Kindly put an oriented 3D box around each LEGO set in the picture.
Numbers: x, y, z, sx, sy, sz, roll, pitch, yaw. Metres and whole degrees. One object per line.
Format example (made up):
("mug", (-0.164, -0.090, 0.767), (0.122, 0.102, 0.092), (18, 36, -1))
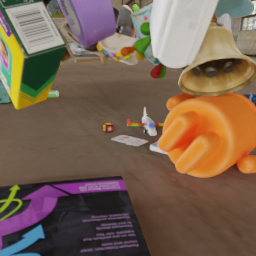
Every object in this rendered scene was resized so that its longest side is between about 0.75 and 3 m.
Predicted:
("LEGO set", (0.689, 0.014, 7.704), (2.745, 0.674, 2.051), (12, 18, 34))

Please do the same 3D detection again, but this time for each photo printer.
("photo printer", (0.880, -2.198, 4.691), (0.734, 1.758, 2.113), (11, 33, -6))

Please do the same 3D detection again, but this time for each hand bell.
("hand bell", (1.470, -1.981, 5.157), (1.302, 2.500, 1.302), (-2, -20, -1))

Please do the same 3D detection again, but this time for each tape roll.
("tape roll", (-1.080, -2.948, 6.649), (0.803, 1.891, 1.891), (-27, 23, -9))

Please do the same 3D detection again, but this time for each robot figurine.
("robot figurine", (1.813, 0.090, 5.874), (1.952, 1.582, 2.713), (10, 18, 41))

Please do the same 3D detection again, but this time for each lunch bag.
("lunch bag", (1.203, -3.351, 9.727), (1.183, 1.941, 1.653), (4, 36, 48))

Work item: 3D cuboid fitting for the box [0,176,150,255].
("box", (-0.841, 1.463, 3.118), (2.098, 0.530, 2.934), (-3, 19, -11))

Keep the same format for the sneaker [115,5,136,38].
("sneaker", (-0.213, -3.315, 9.896), (0.770, 1.880, 0.724), (-14, 26, -26))

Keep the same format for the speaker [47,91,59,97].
("speaker", (-3.759, -1.642, 13.564), (0.787, 0.348, 0.348), (-4, 17, -13))

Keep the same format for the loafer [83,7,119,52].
("loafer", (-0.947, -3.483, 10.283), (0.944, 0.918, 2.586), (20, 51, 5))

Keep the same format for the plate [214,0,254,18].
("plate", (2.839, -4.029, 8.933), (2.301, 0.294, 2.301), (13, 6, -2))

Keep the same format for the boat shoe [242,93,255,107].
("boat shoe", (4.875, -0.945, 10.603), (1.757, 0.739, 0.603), (13, 15, 42))

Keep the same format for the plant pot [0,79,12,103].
("plant pot", (-5.642, -1.654, 12.443), (1.088, 1.087, 1.539), (-5, 22, -16))

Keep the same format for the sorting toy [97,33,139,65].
("sorting toy", (-0.239, -2.329, 8.592), (1.330, 0.711, 1.197), (24, -6, 23))

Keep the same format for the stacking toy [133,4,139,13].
("stacking toy", (1.354, -4.211, 11.164), (1.636, 2.170, 0.510), (-34, 25, -10))

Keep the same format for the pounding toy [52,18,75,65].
("pounding toy", (-2.739, -2.862, 10.084), (1.183, 1.179, 2.062), (-30, -6, -5))

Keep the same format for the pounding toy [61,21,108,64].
("pounding toy", (-1.615, -3.259, 11.085), (2.501, 1.434, 1.430), (31, -3, -34))

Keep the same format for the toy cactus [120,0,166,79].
("toy cactus", (0.755, -2.252, 6.490), (1.321, 2.583, 2.131), (-12, 30, -25))

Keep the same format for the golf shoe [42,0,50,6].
("golf shoe", (-3.244, -3.645, 8.111), (2.438, 1.152, 0.948), (-38, 7, 5))

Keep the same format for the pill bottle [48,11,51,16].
("pill bottle", (-3.345, -4.511, 10.844), (0.418, 0.418, 0.750), (-19, 60, -46))

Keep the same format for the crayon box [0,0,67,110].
("crayon box", (-2.489, -2.151, 5.722), (0.846, 2.903, 2.505), (-26, -4, -28))

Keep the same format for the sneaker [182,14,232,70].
("sneaker", (1.843, -2.121, 6.932), (1.253, 0.831, 2.202), (-2, 37, 29))
